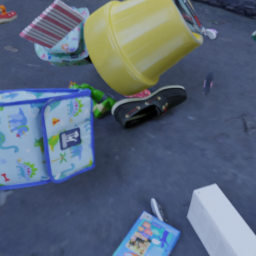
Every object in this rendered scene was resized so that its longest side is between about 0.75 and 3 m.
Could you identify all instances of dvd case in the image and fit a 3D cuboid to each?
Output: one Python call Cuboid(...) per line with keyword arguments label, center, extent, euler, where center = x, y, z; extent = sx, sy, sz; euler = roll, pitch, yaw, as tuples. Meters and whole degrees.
Cuboid(label="dvd case", center=(1.302, -2.445, 6.065), extent=(0.109, 0.995, 0.726), euler=(-40, 28, 9))

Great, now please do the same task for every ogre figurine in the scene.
Cuboid(label="ogre figurine", center=(-1.739, -0.833, 10.160), extent=(1.495, 1.223, 2.494), euler=(42, 68, 17))

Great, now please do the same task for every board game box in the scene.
Cuboid(label="board game box", center=(0.435, 2.722, 6.441), extent=(1.024, 0.303, 1.347), euler=(24, 49, 26))

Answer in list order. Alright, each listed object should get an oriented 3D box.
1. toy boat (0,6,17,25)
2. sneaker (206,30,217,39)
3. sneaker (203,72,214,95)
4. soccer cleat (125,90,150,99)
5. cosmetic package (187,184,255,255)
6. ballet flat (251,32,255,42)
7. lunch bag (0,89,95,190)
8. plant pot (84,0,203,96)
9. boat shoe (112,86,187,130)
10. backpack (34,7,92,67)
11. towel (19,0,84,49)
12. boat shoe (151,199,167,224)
Cuboid(label="toy boat", center=(-4.477, -4.120, 10.129), extent=(0.573, 0.574, 0.879), euler=(-6, 35, 16))
Cuboid(label="sneaker", center=(4.975, -5.490, 16.283), extent=(0.618, 0.393, 1.084), euler=(-6, 40, -11))
Cuboid(label="sneaker", center=(2.689, -1.485, 9.450), extent=(0.275, 0.322, 0.785), euler=(18, 82, 9))
Cuboid(label="soccer cleat", center=(0.259, -1.462, 11.476), extent=(1.324, 0.441, 0.506), euler=(12, 21, 16))
Cuboid(label="cosmetic package", center=(2.283, 2.614, 5.989), extent=(0.685, 1.116, 2.704), euler=(-14, 42, -15))
Cuboid(label="ballet flat", center=(3.800, -2.671, 8.039), extent=(0.348, 0.348, 0.971), euler=(11, 15, 13))
Cuboid(label="lunch bag", center=(-1.920, 0.167, 6.285), extent=(2.320, 1.973, 1.478), euler=(-6, 22, -15))
Cuboid(label="plant pot", center=(0.636, -2.831, 8.730), extent=(2.796, 2.972, 2.972), euler=(-20, 30, 30))
Cuboid(label="boat shoe", center=(0.922, -0.712, 10.081), extent=(2.965, 1.085, 0.929), euler=(-19, 54, -21))
Cuboid(label="backpack", center=(-2.160, -3.004, 9.431), extent=(2.043, 1.814, 1.538), euler=(-2, -3, 19))
Cuboid(label="towel", center=(-1.652, -2.230, 6.113), extent=(0.882, 1.205, 0.180), euler=(6, 55, -62))
Cuboid(label="boat shoe", center=(0.809, 2.154, 7.219), extent=(0.250, 0.264, 0.754), euler=(-6, 41, -17))
